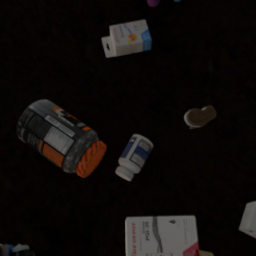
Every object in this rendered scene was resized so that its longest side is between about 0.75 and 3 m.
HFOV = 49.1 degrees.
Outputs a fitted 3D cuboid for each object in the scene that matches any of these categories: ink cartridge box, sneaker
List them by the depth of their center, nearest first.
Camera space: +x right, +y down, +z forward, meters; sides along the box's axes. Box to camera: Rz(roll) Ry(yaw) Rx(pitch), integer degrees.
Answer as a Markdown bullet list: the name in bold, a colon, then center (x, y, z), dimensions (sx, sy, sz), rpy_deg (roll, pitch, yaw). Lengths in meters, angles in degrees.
- **sneaker**: center (1.191, -0.144, 5.173), dimensions (0.960, 0.521, 0.337), rpy_deg (-16, 83, -46)
- **ink cartridge box**: center (0.807, 2.893, 7.002), dimensions (1.746, 0.723, 1.279), rpy_deg (-1, 68, -1)
- **ink cartridge box**: center (-0.081, -3.008, 9.473), dimensions (1.567, 0.532, 0.902), rpy_deg (-13, 69, -5)

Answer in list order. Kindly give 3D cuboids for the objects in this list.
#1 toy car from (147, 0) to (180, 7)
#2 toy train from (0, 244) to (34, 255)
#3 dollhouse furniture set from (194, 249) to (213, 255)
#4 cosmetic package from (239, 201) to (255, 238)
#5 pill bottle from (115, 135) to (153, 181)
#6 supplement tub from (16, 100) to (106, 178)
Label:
- **toy car**: center (0.968, -5.416, 9.697), dimensions (2.932, 2.566, 2.199), rpy_deg (26, 106, 11)
- **toy train**: center (-2.769, 3.775, 6.610), dimensions (1.187, 0.901, 2.078), rpy_deg (-9, 66, -13)
- **dollhouse furniture set**: center (1.259, 3.816, 5.997), dimensions (0.850, 1.124, 2.089), rpy_deg (12, 98, 3)
- **cosmetic package**: center (3.382, 2.415, 7.240), dimensions (0.643, 0.642, 0.779), rpy_deg (24, 71, 8)
- **pill bottle**: center (0.148, 0.846, 7.854), dimensions (0.667, 0.667, 1.202), rpy_deg (27, 71, 10)
- **supplement tub**: center (-1.790, 0.314, 7.697), dimensions (2.225, 1.363, 1.363), rpy_deg (33, 72, 12)
